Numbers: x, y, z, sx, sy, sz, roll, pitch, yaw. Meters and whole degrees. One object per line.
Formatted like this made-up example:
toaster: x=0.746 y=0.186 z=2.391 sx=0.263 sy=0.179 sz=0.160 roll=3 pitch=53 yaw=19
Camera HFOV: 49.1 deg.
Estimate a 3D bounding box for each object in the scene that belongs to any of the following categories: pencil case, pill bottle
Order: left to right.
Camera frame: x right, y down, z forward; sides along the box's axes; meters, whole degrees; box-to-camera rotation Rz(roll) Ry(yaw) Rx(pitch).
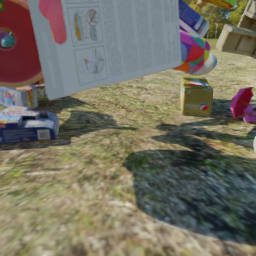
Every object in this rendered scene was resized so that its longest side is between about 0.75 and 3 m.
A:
pencil case: x=0.981 y=-2.406 z=8.149 sx=2.924 sy=1.292 sz=1.292 roll=8 pitch=13 yaw=-31
pill bottle: x=1.535 y=-3.693 z=9.496 sx=2.170 sy=1.255 sz=1.255 roll=35 pitch=16 yaw=-11

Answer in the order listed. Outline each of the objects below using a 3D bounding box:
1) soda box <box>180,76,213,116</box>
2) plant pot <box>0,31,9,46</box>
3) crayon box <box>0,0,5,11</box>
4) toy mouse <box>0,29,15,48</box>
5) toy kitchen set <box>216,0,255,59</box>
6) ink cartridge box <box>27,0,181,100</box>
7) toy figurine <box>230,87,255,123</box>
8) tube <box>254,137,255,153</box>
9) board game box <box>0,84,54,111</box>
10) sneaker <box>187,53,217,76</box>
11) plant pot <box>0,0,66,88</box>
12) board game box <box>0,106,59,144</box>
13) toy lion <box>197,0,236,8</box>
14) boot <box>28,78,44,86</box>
soda box: x=2.604 y=-1.347 z=10.998 sx=1.011 sy=0.955 sz=2.984 roll=4 pitch=19 yaw=8
plant pot: x=-9.439 y=-5.096 z=19.446 sx=2.949 sy=2.949 sz=2.639 roll=-2 pitch=34 yaw=-7
crayon box: x=-2.054 y=-1.705 z=3.474 sx=0.886 sy=0.258 sz=0.526 roll=41 pitch=64 yaw=10
toy mouse: x=-4.138 y=-2.939 z=9.005 sx=1.534 sy=1.726 sz=0.334 roll=-14 pitch=15 yaw=31
toy kitchen set: x=3.053 y=-2.031 z=6.252 sx=1.421 sy=1.159 sz=1.282 roll=3 pitch=35 yaw=-20
ink cartridge box: x=-0.309 y=-1.935 z=4.423 sx=2.920 sy=2.373 sz=0.833 roll=-21 pitch=24 yaw=-35
toy figurine: x=4.392 y=-0.627 z=8.830 sx=2.153 sy=1.756 sz=2.340 roll=-8 pitch=41 yaw=20
tube: x=4.293 y=0.329 z=6.708 sx=2.734 sy=0.710 sz=0.793 roll=-2 pitch=57 yaw=-20
board game box: x=-4.004 y=-1.375 z=11.317 sx=2.609 sy=0.805 sz=2.607 roll=-13 pitch=24 yaw=-34
sneaker: x=2.122 y=-2.732 z=10.897 sx=2.586 sy=0.989 sz=1.044 roll=19 pitch=3 yaw=28
plant pot: x=-2.274 y=-2.115 z=5.573 sx=2.659 sy=2.659 sz=2.380 roll=-3 pitch=40 yaw=-9
board game box: x=-3.032 y=-0.174 z=8.163 sx=1.935 sy=0.597 sz=1.934 roll=-4 pitch=20 yaw=-10
toy lion: x=1.807 y=-2.829 z=6.033 sx=0.984 sy=0.338 sz=0.943 roll=1 pitch=25 yaw=-44
boot: x=-3.772 y=-1.956 z=9.353 sx=1.945 sy=0.846 sz=2.339 roll=-9 pitch=25 yaw=-43
